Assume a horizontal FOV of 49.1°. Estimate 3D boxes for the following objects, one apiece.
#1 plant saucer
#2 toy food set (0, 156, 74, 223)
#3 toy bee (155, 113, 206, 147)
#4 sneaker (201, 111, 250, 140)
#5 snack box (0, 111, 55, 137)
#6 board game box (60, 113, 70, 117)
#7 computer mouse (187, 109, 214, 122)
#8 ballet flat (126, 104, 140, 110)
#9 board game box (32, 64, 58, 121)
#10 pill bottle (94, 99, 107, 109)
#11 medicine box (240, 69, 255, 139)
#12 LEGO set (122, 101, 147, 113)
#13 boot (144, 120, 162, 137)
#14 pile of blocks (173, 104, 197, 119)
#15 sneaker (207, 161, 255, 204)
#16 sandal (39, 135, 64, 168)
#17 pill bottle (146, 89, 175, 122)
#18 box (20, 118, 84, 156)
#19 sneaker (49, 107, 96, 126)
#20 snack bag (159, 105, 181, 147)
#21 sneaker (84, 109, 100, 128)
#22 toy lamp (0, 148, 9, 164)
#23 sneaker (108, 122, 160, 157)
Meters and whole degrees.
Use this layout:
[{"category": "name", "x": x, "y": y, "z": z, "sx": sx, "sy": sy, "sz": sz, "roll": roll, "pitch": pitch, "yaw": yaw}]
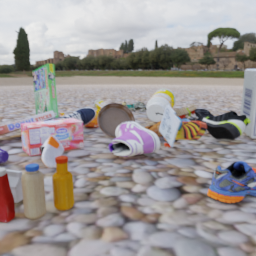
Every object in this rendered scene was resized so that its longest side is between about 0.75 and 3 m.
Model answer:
[{"category": "plant saucer", "x": -0.491, "y": -0.258, "z": 11.362, "sx": 1.583, "sy": 1.583, "sz": 0.254, "roll": -4, "pitch": -19, "yaw": -19}, {"category": "toy food set", "x": -2.299, "y": 1.076, "z": 5.495, "sx": 2.329, "sy": 1.048, "sz": 1.112, "roll": 4, "pitch": 12, "yaw": 18}, {"category": "toy bee", "x": 1.720, "y": 0.187, "z": 9.638, "sx": 1.345, "sy": 1.117, "sz": 2.054, "roll": 11, "pitch": 4, "yaw": -19}, {"category": "sneaker", "x": 3.708, "y": -0.137, "z": 10.548, "sx": 1.022, "sy": 0.885, "sz": 2.468, "roll": -41, "pitch": 14, "yaw": -6}, {"category": "snack box", "x": -4.358, "y": -0.083, "z": 11.105, "sx": 1.052, "sy": 0.356, "sz": 2.926, "roll": -16, "pitch": 6, "yaw": 40}, {"category": "board game box", "x": -3.042, "y": -0.732, "z": 16.207, "sx": 1.497, "sy": 0.194, "sz": 1.497, "roll": -7, "pitch": 13, "yaw": -28}, {"category": "computer mouse", "x": 3.713, "y": -0.478, "z": 14.464, "sx": 1.520, "sy": 0.498, "sz": 2.165, "roll": -3, "pitch": 20, "yaw": -10}, {"category": "ballet flat", "x": 0.347, "y": -1.466, "z": 19.084, "sx": 1.289, "sy": 0.463, "sz": 0.463, "roll": 8, "pitch": 14, "yaw": 27}, {"category": "board game box", "x": -4.031, "y": -1.589, "z": 13.569, "sx": 0.387, "sy": 2.661, "sz": 1.791, "roll": -5, "pitch": 1, "yaw": -41}, {"category": "pill bottle", "x": -1.262, "y": -1.041, "z": 14.051, "sx": 0.502, "sy": 0.502, "sz": 0.890, "roll": -11, "pitch": 35, "yaw": -43}, {"category": "medicine box", "x": 6.212, "y": -0.996, "z": 11.141, "sx": 2.893, "sy": 2.635, "sz": 1.489, "roll": 1, "pitch": 14, "yaw": 3}, {"category": "LEGO set", "x": 0.479, "y": -1.515, "z": 18.278, "sx": 2.027, "sy": 0.574, "sz": 1.316, "roll": 6, "pitch": 29, "yaw": 6}, {"category": "boot", "x": 0.898, "y": 0.153, "z": 11.264, "sx": 1.275, "sy": 0.630, "sz": 1.643, "roll": -12, "pitch": 12, "yaw": -1}, {"category": "pile of blocks", "x": 3.085, "y": -0.729, "z": 15.680, "sx": 1.887, "sy": 0.775, "sz": 0.586, "roll": -14, "pitch": 59, "yaw": -20}, {"category": "sneaker", "x": 2.622, "y": 1.091, "z": 6.131, "sx": 1.941, "sy": 0.761, "sz": 0.731, "roll": -7, "pitch": 15, "yaw": -28}, {"category": "sandal", "x": -2.346, "y": 0.734, "z": 8.186, "sx": 0.479, "sy": 0.641, "sz": 1.672, "roll": -31, "pitch": 16, "yaw": 9}, {"category": "pill bottle", "x": 1.684, "y": -1.156, "z": 14.589, "sx": 1.271, "sy": 1.271, "sz": 2.254, "roll": 4, "pitch": 24, "yaw": 18}, {"category": "box", "x": -2.573, "y": 0.261, "z": 9.578, "sx": 1.906, "sy": 0.978, "sz": 0.902, "roll": -9, "pitch": 15, "yaw": -34}, {"category": "sneaker", "x": -2.414, "y": -0.275, "z": 11.791, "sx": 2.229, "sy": 0.781, "sz": 1.209, "roll": -19, "pitch": 8, "yaw": -5}, {"category": "snack bag", "x": 1.299, "y": -0.070, "z": 8.696, "sx": 0.111, "sy": 0.979, "sz": 1.039, "roll": 1, "pitch": 31, "yaw": -21}, {"category": "sneaker", "x": -1.602, "y": -0.471, "z": 13.528, "sx": 0.761, "sy": 0.805, "sz": 2.086, "roll": 5, "pitch": 14, "yaw": 16}, {"category": "toy lamp", "x": -4.385, "y": 0.769, "z": 8.254, "sx": 1.947, "sy": 0.567, "sz": 0.567, "roll": 2, "pitch": 12, "yaw": 20}, {"category": "sneaker", "x": -0.170, "y": 0.348, "z": 9.128, "sx": 1.351, "sy": 0.858, "sz": 2.369, "roll": -12, "pitch": 12, "yaw": -26}]
